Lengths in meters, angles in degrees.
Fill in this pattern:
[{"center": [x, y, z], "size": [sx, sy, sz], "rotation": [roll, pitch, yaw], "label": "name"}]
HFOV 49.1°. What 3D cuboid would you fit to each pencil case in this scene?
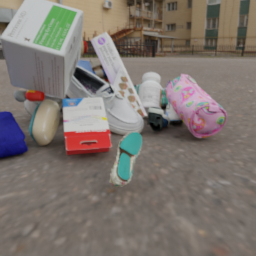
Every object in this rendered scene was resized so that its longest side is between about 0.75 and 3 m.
[{"center": [1.829, -0.713, 7.976], "size": [1.077, 1.077, 2.463], "rotation": [-2, 29, -7], "label": "pencil case"}]

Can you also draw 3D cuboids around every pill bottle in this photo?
[{"center": [0.749, -1.138, 9.564], "size": [0.806, 1.410, 0.806], "rotation": [5, -25, 2], "label": "pill bottle"}]

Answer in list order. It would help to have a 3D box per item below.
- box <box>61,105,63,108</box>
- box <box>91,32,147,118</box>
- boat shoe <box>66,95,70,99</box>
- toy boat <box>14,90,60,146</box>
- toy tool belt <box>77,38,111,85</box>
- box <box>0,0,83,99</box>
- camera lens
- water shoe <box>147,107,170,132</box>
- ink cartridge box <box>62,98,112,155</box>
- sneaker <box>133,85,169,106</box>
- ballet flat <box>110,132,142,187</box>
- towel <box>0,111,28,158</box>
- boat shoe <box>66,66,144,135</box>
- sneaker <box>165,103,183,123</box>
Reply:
[{"center": [-2.814, -0.856, 10.502], "size": [0.976, 0.249, 0.770], "rotation": [-3, 1, 2], "label": "box"}, {"center": [-0.274, -1.536, 8.775], "size": [0.559, 2.891, 0.599], "rotation": [-26, -3, 10], "label": "box"}, {"center": [-2.527, -1.395, 12.105], "size": [1.628, 0.539, 0.569], "rotation": [2, 25, 3], "label": "boat shoe"}, {"center": [-2.192, -0.370, 6.810], "size": [0.689, 1.483, 1.247], "rotation": [3, 51, 10], "label": "toy boat"}, {"center": [-1.111, -1.806, 9.846], "size": [1.668, 2.714, 1.694], "rotation": [-6, -2, -25], "label": "toy tool belt"}, {"center": [-1.869, -1.802, 6.407], "size": [1.312, 1.532, 1.524], "rotation": [14, 58, -4], "label": "box"}, {"center": [-2.643, -0.999, 8.986], "size": [1.165, 1.165, 1.456], "rotation": [-13, -23, -35], "label": "camera lens"}, {"center": [0.815, -0.162, 8.062], "size": [0.518, 0.572, 1.449], "rotation": [13, -9, 23], "label": "water shoe"}, {"center": [-1.017, 0.036, 6.742], "size": [1.034, 0.599, 1.780], "rotation": [-4, 44, -12], "label": "ink cartridge box"}, {"center": [1.082, -1.123, 11.126], "size": [2.516, 0.936, 1.101], "rotation": [4, -8, 5], "label": "sneaker"}, {"center": [-0.073, 0.538, 4.908], "size": [0.452, 0.382, 1.196], "rotation": [34, 42, -9], "label": "ballet flat"}, {"center": [-3.945, 0.344, 6.383], "size": [2.812, 0.697, 2.076], "rotation": [-10, 29, -30], "label": "towel"}, {"center": [-0.686, -0.859, 8.006], "size": [2.778, 0.952, 1.000], "rotation": [40, 56, 19], "label": "boat shoe"}, {"center": [1.578, -0.608, 9.341], "size": [0.694, 0.700, 1.931], "rotation": [2, 18, 7], "label": "sneaker"}]
